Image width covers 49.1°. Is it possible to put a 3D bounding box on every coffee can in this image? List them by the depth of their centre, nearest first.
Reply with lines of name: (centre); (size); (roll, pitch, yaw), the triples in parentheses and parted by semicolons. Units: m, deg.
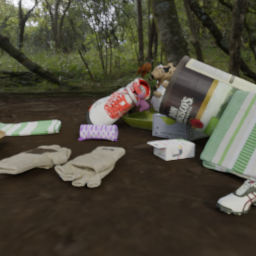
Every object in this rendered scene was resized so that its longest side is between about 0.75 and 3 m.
coffee can: (2.189, -0.643, 7.236); (2.300, 1.683, 1.683); (26, 17, 13)

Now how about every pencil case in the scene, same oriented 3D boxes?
pencil case: (-0.877, 0.170, 8.471); (1.187, 0.507, 0.498); (1, -22, 9)

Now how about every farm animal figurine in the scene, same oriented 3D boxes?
farm animal figurine: (1.208, -1.568, 10.243); (1.762, 2.182, 1.097); (10, -31, -23)

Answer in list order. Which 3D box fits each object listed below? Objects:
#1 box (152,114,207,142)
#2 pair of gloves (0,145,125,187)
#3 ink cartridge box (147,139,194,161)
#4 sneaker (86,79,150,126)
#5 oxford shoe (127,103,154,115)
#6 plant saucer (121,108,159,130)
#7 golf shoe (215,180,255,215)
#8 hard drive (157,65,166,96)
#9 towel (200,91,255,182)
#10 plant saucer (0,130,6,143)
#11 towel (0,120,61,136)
box: (2.121, -0.152, 9.486); (2.438, 0.733, 1.422); (-10, 14, -43)
pair of gloves: (-1.295, 0.705, 5.580); (2.168, 0.380, 1.844); (2, 9, 12)
ink cartridge box: (1.010, 0.523, 6.705); (1.006, 0.338, 0.589); (-3, 12, -24)
sneaker: (-0.255, -0.990, 10.496); (1.591, 0.991, 2.969); (-29, 7, 38)
oxford shoe: (1.369, -0.704, 12.738); (2.651, 0.963, 1.119); (-9, 27, -28)
plant saucer: (1.025, -0.335, 10.818); (1.886, 0.451, 1.883); (-18, 17, -36)
golf shoe: (1.649, 0.956, 4.001); (0.956, 0.421, 0.369); (-6, 12, -24)
hard drive: (1.810, -1.641, 12.615); (0.302, 1.516, 2.298); (-27, 35, 28)
towel: (2.583, 0.186, 5.085); (0.288, 1.879, 2.463); (34, -8, -29)
plant saucer: (-4.417, 0.467, 6.480); (2.961, 0.524, 2.961); (0, 10, 0)
towel: (-3.639, 0.005, 9.965); (2.345, 0.274, 1.789); (-2, 11, -10)
